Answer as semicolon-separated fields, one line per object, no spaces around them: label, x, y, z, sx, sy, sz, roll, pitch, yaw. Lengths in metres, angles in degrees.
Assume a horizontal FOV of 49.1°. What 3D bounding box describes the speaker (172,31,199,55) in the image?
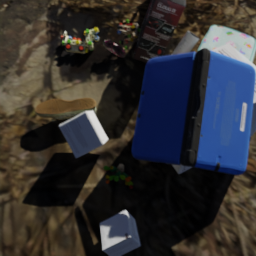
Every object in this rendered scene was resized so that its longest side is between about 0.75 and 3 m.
speaker;2.044;-2.906;10.362;0.519;1.279;0.519;25;30;-16

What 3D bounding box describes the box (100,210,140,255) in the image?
box;-0.207;2.565;6.756;0.781;0.511;0.777;-29;34;10

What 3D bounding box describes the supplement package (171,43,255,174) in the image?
supplement package;2.220;-0.579;8.224;2.912;2.210;2.194;-24;58;-16

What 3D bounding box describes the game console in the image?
game console;1.599;-0.364;6.908;2.318;1.607;2.716;13;81;-19

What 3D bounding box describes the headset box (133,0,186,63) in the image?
headset box;1.180;-3.993;10.092;1.035;2.760;2.051;17;48;-7

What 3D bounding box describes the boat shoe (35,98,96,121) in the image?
boat shoe;-1.993;-0.522;9.076;1.935;0.606;0.709;-3;49;-7

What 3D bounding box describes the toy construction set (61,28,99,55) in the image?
toy construction set;-1.992;-3.475;11.154;1.628;0.750;1.067;4;81;14

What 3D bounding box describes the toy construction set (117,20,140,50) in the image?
toy construction set;0.152;-3.773;10.874;0.862;0.935;1.122;0;53;23

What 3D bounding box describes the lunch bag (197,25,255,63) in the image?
lunch bag;3.566;-2.540;10.350;2.061;0.990;2.569;24;60;10

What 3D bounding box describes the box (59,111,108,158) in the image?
box;-1.252;0.150;8.085;0.903;1.054;1.049;-27;93;6

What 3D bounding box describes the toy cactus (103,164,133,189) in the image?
toy cactus;-0.262;1.327;7.968;0.964;0.493;0.796;24;25;-1

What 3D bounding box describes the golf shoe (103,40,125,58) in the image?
golf shoe;-0.538;-3.102;10.943;0.985;0.454;0.358;32;89;-24
